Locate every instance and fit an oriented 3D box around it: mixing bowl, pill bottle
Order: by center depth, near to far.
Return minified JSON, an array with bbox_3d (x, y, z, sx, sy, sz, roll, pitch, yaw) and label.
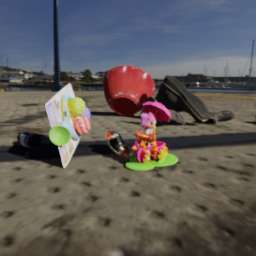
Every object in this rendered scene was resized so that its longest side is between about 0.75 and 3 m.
[{"bbox_3d":[-2.850,0.337,7.998,0.768,0.430,0.430,10,14,44],"label":"pill bottle"},{"bbox_3d":[-0.096,-1.664,14.524,2.825,2.825,1.530,2,51,12],"label":"mixing bowl"}]

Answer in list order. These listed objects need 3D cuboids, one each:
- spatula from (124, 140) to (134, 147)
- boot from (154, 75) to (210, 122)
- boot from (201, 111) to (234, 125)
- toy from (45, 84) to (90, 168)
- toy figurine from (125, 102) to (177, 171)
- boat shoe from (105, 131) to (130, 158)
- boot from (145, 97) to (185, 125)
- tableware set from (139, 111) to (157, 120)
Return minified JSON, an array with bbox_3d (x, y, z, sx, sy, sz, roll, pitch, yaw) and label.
[{"bbox_3d":[0.282,0.481,7.236,0.348,0.126,1.230,31,9,30],"label":"spatula"},{"bbox_3d":[2.185,-0.780,12.580,1.075,1.919,2.775,1,43,-41],"label":"boot"},{"bbox_3d":[3.932,-0.400,12.486,1.485,0.514,1.293,1,15,22],"label":"boot"},{"bbox_3d":[-1.309,-0.231,7.009,0.600,1.464,2.542,-10,18,7],"label":"toy"},{"bbox_3d":[0.489,0.113,6.427,1.145,1.404,1.525,6,12,34],"label":"toy figurine"},{"bbox_3d":[-0.332,0.371,7.081,0.337,0.384,1.078,23,16,-41],"label":"boat shoe"},{"bbox_3d":[1.566,-0.668,11.783,1.370,0.545,1.574,4,39,-49],"label":"boot"},{"bbox_3d":[1.604,-0.591,13.912,2.077,0.241,1.735,4,15,0],"label":"tableware set"}]
